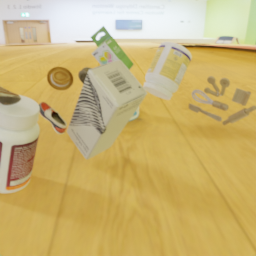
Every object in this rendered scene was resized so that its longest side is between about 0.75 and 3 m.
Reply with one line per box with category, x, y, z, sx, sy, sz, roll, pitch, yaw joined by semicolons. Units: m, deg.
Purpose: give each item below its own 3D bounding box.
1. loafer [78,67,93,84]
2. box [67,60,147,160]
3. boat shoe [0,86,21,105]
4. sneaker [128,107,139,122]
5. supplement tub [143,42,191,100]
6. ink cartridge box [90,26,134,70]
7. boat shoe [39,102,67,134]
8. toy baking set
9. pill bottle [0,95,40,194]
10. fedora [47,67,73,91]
loafer;-0.881;-1.862;10.859;2.186;0.831;0.737;18;57;-26
box;-0.646;-0.320;6.806;0.907;2.652;1.089;-29;74;-34
boat shoe;-2.437;-0.658;5.386;0.333;0.315;0.878;-30;-14;18
sneaker;-0.373;-0.870;10.767;1.100;1.162;2.877;11;17;26
supplement tub;1.352;-1.981;9.849;1.249;1.718;1.249;25;-2;1
ink cartridge box;-0.758;-2.877;10.908;0.971;1.871;0.555;-20;26;48
boat shoe;-2.472;-0.393;9.191;0.475;0.417;1.334;-28;71;-42
toy baking set;3.187;-0.886;9.732;1.847;2.406;0.280;44;61;2
pill bottle;-2.615;0.349;6.223;1.144;2.004;1.144;16;27;-8
fedora;-2.789;-2.088;11.627;1.108;1.108;0.452;-10;-2;-24
